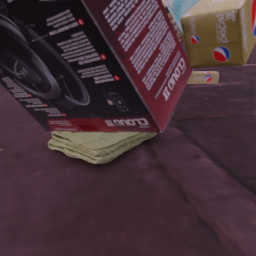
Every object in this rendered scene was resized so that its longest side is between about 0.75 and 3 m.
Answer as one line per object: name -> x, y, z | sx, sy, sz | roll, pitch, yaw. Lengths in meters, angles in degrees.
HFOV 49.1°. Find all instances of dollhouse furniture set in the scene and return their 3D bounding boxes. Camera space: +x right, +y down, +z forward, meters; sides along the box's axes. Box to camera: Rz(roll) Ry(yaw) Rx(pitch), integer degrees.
dollhouse furniture set -> 1.637, -3.350, 8.404 | 0.910, 0.777, 1.756 | -29, 58, 18

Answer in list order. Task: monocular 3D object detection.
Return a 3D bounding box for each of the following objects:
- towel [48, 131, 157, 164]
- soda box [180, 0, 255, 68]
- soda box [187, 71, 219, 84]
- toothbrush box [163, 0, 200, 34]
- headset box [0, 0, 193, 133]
towel -> -0.482, 0.139, 6.236 | 1.630, 0.401, 2.197 | 17, 30, 36
soda box -> 1.324, -1.446, 3.552 | 0.641, 0.606, 1.894 | 4, 37, 34
soda box -> 2.861, -1.969, 10.939 | 1.254, 0.425, 0.401 | -1, 24, -2
toothbrush box -> 1.962, -3.302, 6.558 | 1.216, 2.088, 2.852 | -12, 66, -17
headset box -> -0.684, -0.976, 2.901 | 1.946, 2.615, 1.010 | 0, 49, 41
